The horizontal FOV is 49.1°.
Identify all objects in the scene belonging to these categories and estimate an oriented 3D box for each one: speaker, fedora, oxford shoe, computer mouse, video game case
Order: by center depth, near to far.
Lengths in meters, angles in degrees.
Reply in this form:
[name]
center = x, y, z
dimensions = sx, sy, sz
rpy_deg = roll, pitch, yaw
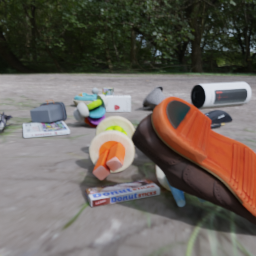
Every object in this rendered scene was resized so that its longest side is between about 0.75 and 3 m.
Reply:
[oxford shoe]
center = 0.917, 0.490, 3.092
dimensions = 0.720, 1.986, 0.707
rpy_deg = -40, 14, 45
[video game case]
center = -2.318, 0.030, 7.830
dimensions = 1.163, 0.147, 1.276
rpy_deg = -5, 13, -20
[computer mouse]
center = 2.679, -0.298, 8.665
dimensions = 1.702, 0.392, 1.195
rpy_deg = -5, 14, -20
[fedora]
center = 1.100, -1.057, 10.911
dimensions = 0.549, 1.076, 1.217
rpy_deg = 45, 1, 11
[speaker]
center = 3.911, -1.387, 11.849
dimensions = 2.514, 1.021, 1.021
rpy_deg = -6, 15, -24

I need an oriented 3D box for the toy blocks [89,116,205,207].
[toy blocks]
center = 0.253, 0.488, 4.502
dimensions = 1.862, 0.811, 2.234
rpy_deg = -2, 19, 1

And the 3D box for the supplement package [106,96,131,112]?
[supplement package]
center = -0.392, -0.944, 10.927
dimensions = 0.960, 0.582, 0.575
rpy_deg = -1, 14, -3

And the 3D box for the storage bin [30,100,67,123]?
[storage bin]
center = -2.441, -0.460, 8.426
dimensions = 0.961, 0.699, 0.645
rpy_deg = 0, 15, 25

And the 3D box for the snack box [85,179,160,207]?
[snack box]
center = -0.079, 0.937, 4.090
dimensions = 1.030, 0.125, 0.370
rpy_deg = -5, 15, -21

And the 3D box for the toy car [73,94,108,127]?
[toy car]
center = -1.009, -0.416, 8.144
dimensions = 0.934, 0.800, 1.067
rpy_deg = -28, -3, -28

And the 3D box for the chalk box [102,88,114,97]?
[chalk box]
center = -1.107, -1.886, 15.044
dimensions = 0.491, 0.495, 0.792
rpy_deg = 3, 13, 12

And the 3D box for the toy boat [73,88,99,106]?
[toy boat]
center = -1.680, -1.314, 12.197
dimensions = 1.280, 0.708, 1.523
rpy_deg = 4, 14, 17

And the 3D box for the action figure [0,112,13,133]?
[action figure]
center = -3.700, -0.192, 7.459
dimensions = 0.854, 0.733, 1.437
rpy_deg = -15, -30, 15
